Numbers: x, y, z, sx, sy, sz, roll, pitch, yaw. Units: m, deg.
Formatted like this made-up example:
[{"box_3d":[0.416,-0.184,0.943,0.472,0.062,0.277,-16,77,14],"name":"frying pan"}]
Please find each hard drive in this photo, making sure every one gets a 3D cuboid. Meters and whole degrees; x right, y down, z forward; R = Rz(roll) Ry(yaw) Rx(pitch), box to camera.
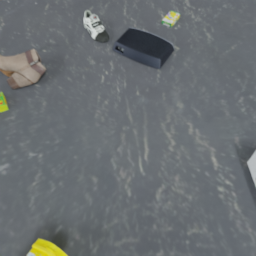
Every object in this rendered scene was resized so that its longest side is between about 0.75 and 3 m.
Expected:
[{"box_3d":[0.650,-3.409,11.735,2.283,0.483,1.540,27,59,17],"name":"hard drive"}]

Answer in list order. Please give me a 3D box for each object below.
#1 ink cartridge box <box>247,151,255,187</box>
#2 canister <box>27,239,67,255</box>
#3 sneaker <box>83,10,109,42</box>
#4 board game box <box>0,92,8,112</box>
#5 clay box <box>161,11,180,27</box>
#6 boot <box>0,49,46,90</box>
[{"box_3d":[4.599,1.643,7.968,1.563,0.915,2.163,-3,57,-2],"name":"ink cartridge box"},{"box_3d":[-2.258,3.509,6.399,0.728,1.250,1.683,49,55,-15],"name":"canister"},{"box_3d":[-1.462,-4.489,12.312,0.677,0.809,1.828,-30,62,-21],"name":"sneaker"},{"box_3d":[-5.046,-0.749,9.999,1.313,0.313,0.667,-22,58,-14],"name":"board game box"},{"box_3d":[2.008,-5.090,13.068,0.522,0.216,0.908,28,60,18],"name":"clay box"},{"box_3d":[-4.183,-2.519,10.724,1.554,0.747,2.126,-35,84,-2],"name":"boot"}]
